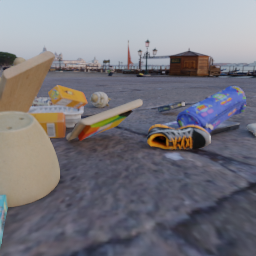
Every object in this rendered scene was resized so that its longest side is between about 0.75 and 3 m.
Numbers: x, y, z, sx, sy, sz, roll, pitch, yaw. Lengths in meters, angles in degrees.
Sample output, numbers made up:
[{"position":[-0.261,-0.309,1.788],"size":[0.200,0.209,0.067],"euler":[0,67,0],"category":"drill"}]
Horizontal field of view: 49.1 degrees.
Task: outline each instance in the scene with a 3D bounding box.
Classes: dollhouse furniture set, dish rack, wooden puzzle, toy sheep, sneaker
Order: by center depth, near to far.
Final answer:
[{"position":[-3.718,-1.273,5.363],"size":[2.793,2.937,2.393],"euler":[-42,2,-40],"category":"dollhouse furniture set"},{"position":[1.112,0.280,6.361],"size":[1.468,0.574,0.567],"euler":[1,25,23],"category":"sneaker"},{"position":[-0.594,-0.123,6.749],"size":[1.557,0.313,1.683],"euler":[-23,-3,-27],"category":"wooden puzzle"},{"position":[-2.341,-0.373,8.846],"size":[1.854,0.470,2.161],"euler":[-3,12,-9],"category":"dish rack"},{"position":[-1.272,-1.286,12.854],"size":[0.806,0.806,1.168],"euler":[8,-2,32],"category":"toy sheep"}]

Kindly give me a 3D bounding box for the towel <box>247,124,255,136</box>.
[{"position":[4.141,0.090,7.733],"size":[1.470,0.253,0.974],"euler":[2,11,10],"category":"towel"}]

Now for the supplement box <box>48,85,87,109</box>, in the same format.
[{"position":[-1.786,-0.904,8.418],"size":[0.434,0.420,1.262],"euler":[-30,-16,20],"category":"supplement box"}]

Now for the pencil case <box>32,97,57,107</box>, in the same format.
[{"position":[-3.809,-1.128,12.661],"size":[1.222,0.475,0.547],"euler":[7,7,30],"category":"pencil case"}]

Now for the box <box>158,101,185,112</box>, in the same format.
[{"position":[1.725,-0.841,11.115],"size":[0.880,0.224,0.694],"euler":[-16,5,-35],"category":"box"}]

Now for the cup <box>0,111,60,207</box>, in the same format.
[{"position":[-1.740,0.333,4.194],"size":[1.388,0.993,1.388],"euler":[5,25,-2],"category":"cup"}]

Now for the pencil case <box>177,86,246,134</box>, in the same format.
[{"position":[2.236,-0.404,7.318],"size":[2.057,0.803,0.893],"euler":[-28,26,-27],"category":"pencil case"}]

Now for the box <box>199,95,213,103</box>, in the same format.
[{"position":[4.839,-1.455,14.515],"size":[2.055,0.333,1.245],"euler":[6,14,29],"category":"box"}]

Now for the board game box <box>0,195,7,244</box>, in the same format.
[{"position":[-1.808,1.102,3.203],"size":[0.702,0.218,0.930],"euler":[-4,13,-18],"category":"board game box"}]

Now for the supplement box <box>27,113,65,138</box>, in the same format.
[{"position":[-2.518,-0.053,7.437],"size":[1.641,0.565,0.546],"euler":[0,29,-11],"category":"supplement box"}]

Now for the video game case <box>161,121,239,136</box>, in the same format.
[{"position":[2.171,-0.045,8.447],"size":[2.020,0.192,1.443],"euler":[-12,17,-39],"category":"video game case"}]
